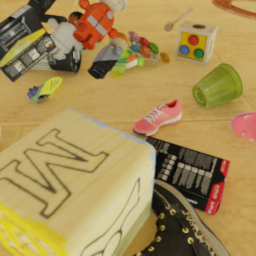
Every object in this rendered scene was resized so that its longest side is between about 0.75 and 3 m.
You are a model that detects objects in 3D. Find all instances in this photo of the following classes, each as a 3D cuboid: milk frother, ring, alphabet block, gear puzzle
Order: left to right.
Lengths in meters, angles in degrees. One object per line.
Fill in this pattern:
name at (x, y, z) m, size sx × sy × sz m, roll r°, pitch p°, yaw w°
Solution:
milk frother at (-3.211, -3.578, 12.186) m, size 2.462 × 2.363 × 2.618 m, roll 5°, pitch 6°, yaw 5°
alphabet block at (-1.110, 1.460, 5.697) m, size 2.440 × 2.427 × 2.484 m, roll 22°, pitch 44°, yaw 26°
gear puzzle at (0.985, -3.347, 12.083) m, size 2.300 × 0.301 × 1.191 m, roll 18°, pitch 57°, yaw -31°
ring at (2.690, -2.382, 5.445) m, size 2.092 × 0.201 × 2.092 m, roll 5°, pitch 37°, yaw -4°

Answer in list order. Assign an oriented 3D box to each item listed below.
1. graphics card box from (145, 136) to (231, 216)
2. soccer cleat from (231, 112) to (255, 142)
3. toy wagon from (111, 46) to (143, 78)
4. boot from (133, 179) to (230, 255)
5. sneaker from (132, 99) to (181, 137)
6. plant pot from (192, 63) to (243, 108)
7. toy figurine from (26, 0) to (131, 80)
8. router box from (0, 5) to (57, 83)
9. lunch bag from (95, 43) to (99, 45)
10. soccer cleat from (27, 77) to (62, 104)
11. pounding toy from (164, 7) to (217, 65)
graphics card box at (1.327, 1.168, 7.393) m, size 2.383 × 0.606 × 1.495 m, roll 17°, pitch 44°, yaw 17°
soccer cleat at (4.655, -0.111, 8.810) m, size 2.864 × 0.955 × 1.095 m, roll 0°, pitch 15°, yaw 5°
toy wagon at (-0.201, -3.035, 12.160) m, size 1.773 × 0.452 × 2.285 m, roll 6°, pitch 49°, yaw 16°
boot at (0.600, 2.374, 5.771) m, size 1.960 × 0.952 × 2.602 m, roll -23°, pitch 52°, yaw -25°
sneaker at (0.931, -0.411, 9.059) m, size 1.943 × 0.843 × 0.716 m, roll -26°, pitch 47°, yaw -26°
plant pot at (3.056, -1.393, 9.965) m, size 1.341 × 1.392 × 1.392 m, roll -27°, pitch 46°, yaw -12°
toy figurine at (-1.217, -2.814, 7.590) m, size 2.536 × 2.497 × 1.765 m, roll 27°, pitch 76°, yaw 16°
router box at (-2.094, -1.598, 5.370) m, size 1.175 × 0.924 × 0.307 m, roll -44°, pitch 49°, yaw -14°
lunch bag at (-1.953, -4.468, 13.840) m, size 1.073 × 0.768 × 1.260 m, roll 4°, pitch 38°, yaw 5°
soccer cleat at (-3.062, -1.418, 10.623) m, size 0.684 × 0.528 × 1.635 m, roll 45°, pitch 46°, yaw 3°
pounding toy at (2.590, -4.155, 12.459) m, size 2.379 × 2.090 × 1.089 m, roll 20°, pitch 45°, yaw 22°
